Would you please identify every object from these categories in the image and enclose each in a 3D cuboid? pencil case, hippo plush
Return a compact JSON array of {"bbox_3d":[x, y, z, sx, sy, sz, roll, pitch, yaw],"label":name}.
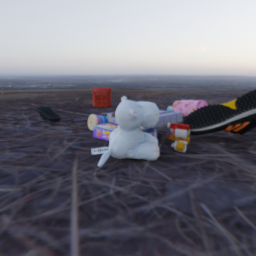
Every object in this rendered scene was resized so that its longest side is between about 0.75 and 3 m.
[{"bbox_3d":[3.008,-0.938,13.687,0.864,0.864,1.976,-6,6,-30],"label":"pencil case"},{"bbox_3d":[0.003,-0.058,6.944,1.799,1.447,1.433,-2,23,-21],"label":"hippo plush"}]

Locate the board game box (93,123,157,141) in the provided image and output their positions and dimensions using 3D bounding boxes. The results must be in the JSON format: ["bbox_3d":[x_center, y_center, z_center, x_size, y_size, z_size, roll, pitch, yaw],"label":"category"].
[{"bbox_3d":[-0.122,0.164,9.272,1.226,0.408,1.823,-10,14,-43],"label":"board game box"}]

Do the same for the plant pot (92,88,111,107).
[{"bbox_3d":[-1.758,-1.933,18.658,1.263,1.265,1.114,-1,20,-4],"label":"plant pot"}]

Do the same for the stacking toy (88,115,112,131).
[{"bbox_3d":[-0.814,-0.203,10.908,1.451,0.620,0.620,-1,9,-39],"label":"stacking toy"}]

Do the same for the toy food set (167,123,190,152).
[{"bbox_3d":[1.351,0.245,7.912,0.650,0.690,1.445,8,12,18],"label":"toy food set"}]

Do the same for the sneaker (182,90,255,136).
[{"bbox_3d":[3.306,-0.141,9.098,2.981,1.341,1.043,-20,37,12],"label":"sneaker"}]

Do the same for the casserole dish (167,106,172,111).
[{"bbox_3d":[2.872,-0.958,15.510,1.138,0.365,1.879,-4,12,-18],"label":"casserole dish"}]

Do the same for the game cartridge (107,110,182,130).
[{"bbox_3d":[0.452,-0.374,9.446,1.561,0.462,2.408,-7,11,-30],"label":"game cartridge"}]

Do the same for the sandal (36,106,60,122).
[{"bbox_3d":[-3.902,-0.582,13.436,0.767,0.488,2.041,-6,25,-33],"label":"sandal"}]
